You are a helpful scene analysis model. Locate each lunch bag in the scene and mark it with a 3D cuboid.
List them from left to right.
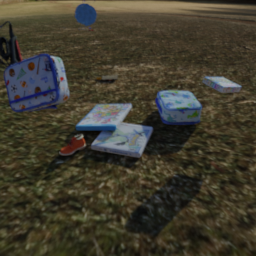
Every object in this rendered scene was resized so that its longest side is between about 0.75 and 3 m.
[{"bbox_3d":[-2.966,-1.375,9.121,2.144,1.718,0.810,-11,-1,24],"label":"lunch bag"},{"bbox_3d":[2.197,-0.948,12.624,1.772,0.909,2.205,-2,29,-6],"label":"lunch bag"}]

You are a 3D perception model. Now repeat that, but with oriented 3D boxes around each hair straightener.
[{"bbox_3d":[-4.544,-2.753,10.809,0.597,2.917,1.123,-13,-4,33],"label":"hair straightener"}]

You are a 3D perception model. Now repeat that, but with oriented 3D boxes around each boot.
[{"bbox_3d":[-2.051,0.615,10.187,0.399,0.570,1.063,27,41,37],"label":"boot"}]

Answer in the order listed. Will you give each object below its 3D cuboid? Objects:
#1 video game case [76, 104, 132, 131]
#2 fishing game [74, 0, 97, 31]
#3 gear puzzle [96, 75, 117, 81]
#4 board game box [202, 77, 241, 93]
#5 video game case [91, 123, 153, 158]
[{"bbox_3d":[-0.991,-0.511,12.236,1.749,0.218,2.444,0,26,17],"label":"video game case"},{"bbox_3d":[-1.644,-4.363,10.804,0.856,1.195,0.186,1,35,-6],"label":"fishing game"},{"bbox_3d":[-1.302,-3.013,17.151,1.322,0.173,0.685,-4,31,0],"label":"gear puzzle"},{"bbox_3d":[3.763,-1.733,11.205,1.408,0.241,0.946,-8,36,-41],"label":"board game box"},{"bbox_3d":[-0.178,0.382,10.931,1.880,0.227,2.063,9,30,15],"label":"video game case"}]
